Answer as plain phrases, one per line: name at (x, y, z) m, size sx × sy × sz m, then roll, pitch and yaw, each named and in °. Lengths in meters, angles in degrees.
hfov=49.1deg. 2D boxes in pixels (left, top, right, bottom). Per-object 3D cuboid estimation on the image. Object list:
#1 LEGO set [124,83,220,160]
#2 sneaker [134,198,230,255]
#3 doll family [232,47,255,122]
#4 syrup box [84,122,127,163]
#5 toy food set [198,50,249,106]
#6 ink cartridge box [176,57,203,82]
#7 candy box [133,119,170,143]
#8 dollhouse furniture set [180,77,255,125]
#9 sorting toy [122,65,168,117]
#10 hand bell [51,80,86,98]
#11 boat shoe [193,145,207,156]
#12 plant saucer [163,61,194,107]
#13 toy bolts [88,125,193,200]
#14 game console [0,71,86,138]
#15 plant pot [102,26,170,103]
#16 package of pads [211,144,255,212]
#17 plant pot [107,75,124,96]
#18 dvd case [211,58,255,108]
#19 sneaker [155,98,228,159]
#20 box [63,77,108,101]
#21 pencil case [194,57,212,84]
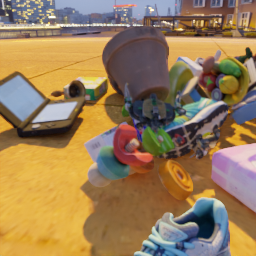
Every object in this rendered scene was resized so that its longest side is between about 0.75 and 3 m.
LEGO set at (0.828, -0.125, 6.478) m, size 1.617 × 0.706 × 2.490 m, roll -21°, pitch 57°, yaw -24°
sneaker at (0.355, 1.604, 3.307) m, size 0.985 × 1.095 × 2.537 m, roll 20°, pitch 29°, yaw 40°
doll family at (3.937, -1.357, 9.010) m, size 0.918 × 2.340 × 1.353 m, roll -34°, pitch 20°, yaw -37°
syrup box at (-0.402, 0.322, 6.756) m, size 0.532 × 0.551 × 1.352 m, roll -28°, pitch 2°, yaw 28°
toy food set at (2.454, -1.429, 7.868) m, size 0.702 × 1.265 × 2.150 m, roll 15°, pitch 29°, yaw -20°
ink cartridge box at (2.012, -1.721, 10.593) m, size 0.560 × 1.651 × 0.957 m, roll -11°, pitch 47°, yaw -45°
candy box at (0.727, -0.023, 7.465) m, size 0.437 × 0.960 × 1.136 m, roll -8°, pitch 11°, yaw 43°
dollhouse furniture set at (2.986, -1.231, 8.018) m, size 2.231 × 1.456 × 2.107 m, roll -30°, pitch 17°, yaw 43°
sorting toy at (0.588, -1.419, 9.531) m, size 1.768 × 1.208 × 2.942 m, roll -26°, pitch 5°, yaw 46°
hand bell at (-2.532, -1.402, 11.113) m, size 1.660 × 0.864 × 0.864 m, roll 2°, pitch 18°, yaw 41°
boat shoe at (1.801, 0.424, 7.285) m, size 0.276 × 0.335 × 0.976 m, roll -6°, pitch 23°, yaw -17°
plant saucer at (1.728, -1.158, 9.041) m, size 0.302 × 1.947 × 1.947 m, roll 13°, pitch 25°, yaw 35°
toy bolts at (0.147, 0.846, 5.385) m, size 1.790 × 1.241 × 1.710 m, roll 13°, pitch 42°, yaw -50°
game console at (-2.756, -0.929, 8.807) m, size 2.262 × 1.497 × 2.572 m, roll -6°, pitch 26°, yaw 8°
plant pot at (0.386, -1.457, 7.475) m, size 1.882 × 1.882 × 1.641 m, roll -8°, pitch 63°, yaw -20°
package of pads at (2.696, 1.044, 5.072) m, size 1.318 × 0.827 × 2.187 m, roll -10°, pitch 24°, yaw -23°
plant pot at (0.058, -2.235, 11.616) m, size 2.262 × 2.262 × 2.420 m, roll 2°, pitch 28°, yaw 4°
dvd case at (3.028, -1.153, 8.028) m, size 0.195 × 1.573 × 1.182 m, roll 34°, pitch 40°, yaw -16°
sneaker at (1.425, -0.033, 7.077) m, size 2.394 × 0.928 × 0.953 m, roll -29°, pitch 39°, yaw -21°
box at (-1.802, -1.859, 12.664) m, size 1.435 × 0.591 × 2.445 m, roll 4°, pitch 25°, yaw 11°
pencil case at (2.544, -1.894, 11.132) m, size 0.822 × 1.839 × 0.715 m, roll 18°, pitch 48°, yaw -17°
